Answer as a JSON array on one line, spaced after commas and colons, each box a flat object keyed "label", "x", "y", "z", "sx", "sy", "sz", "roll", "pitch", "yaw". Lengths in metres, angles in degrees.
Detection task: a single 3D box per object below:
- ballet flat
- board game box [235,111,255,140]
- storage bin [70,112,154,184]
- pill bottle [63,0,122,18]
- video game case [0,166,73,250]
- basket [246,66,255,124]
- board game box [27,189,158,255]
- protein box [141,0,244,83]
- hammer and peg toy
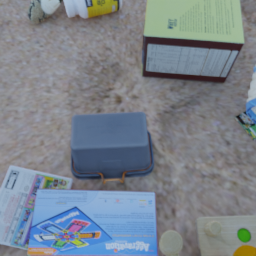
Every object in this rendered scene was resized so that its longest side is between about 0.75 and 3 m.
[{"label": "ballet flat", "x": -2.617, "y": -4.830, "z": 10.095, "sx": 0.966, "sy": 0.870, "sz": 2.566, "roll": 17, "pitch": 68, "yaw": 37}, {"label": "board game box", "x": 3.599, "y": -0.078, "z": 8.268, "sx": 0.451, "sy": 0.101, "sz": 0.861, "roll": -24, "pitch": 65, "yaw": -14}, {"label": "storage bin", "x": -0.457, "y": 0.476, "z": 7.170, "sx": 2.307, "sy": 1.549, "sz": 1.679, "roll": -3, "pitch": 63, "yaw": -1}, {"label": "pill bottle", "x": -1.283, "y": -4.589, "z": 10.031, "sx": 1.972, "sy": 1.105, "sz": 1.105, "roll": -17, "pitch": 64, "yaw": -8}, {"label": "video game case", "x": -2.477, "y": 2.012, "z": 7.045, "sx": 1.706, "sy": 0.207, "sz": 1.875, "roll": 12, "pitch": 63, "yaw": 0}, {"label": "basket", "x": 4.260, "y": -0.281, "z": 7.029, "sx": 2.536, "sy": 2.001, "sz": 2.877, "roll": 29, "pitch": 53, "yaw": -32}, {"label": "board game box", "x": -0.789, "y": 2.289, "z": 6.799, "sx": 2.967, "sy": 0.288, "sz": 1.527, "roll": 3, "pitch": 62, "yaw": -4}, {"label": "protein box", "x": 1.876, "y": -3.103, "z": 8.839, "sx": 2.709, "sy": 1.828, "sz": 2.689, "roll": 5, "pitch": 63, "yaw": 3}, {"label": "hammer and peg toy", "x": 2.196, "y": 3.078, "z": 6.112, "sx": 2.976, "sy": 1.050, "sz": 2.189, "roll": -3, "pitch": 64, "yaw": -1}]
